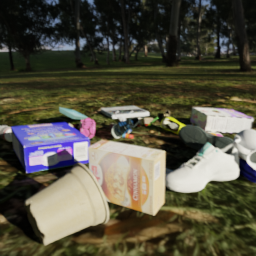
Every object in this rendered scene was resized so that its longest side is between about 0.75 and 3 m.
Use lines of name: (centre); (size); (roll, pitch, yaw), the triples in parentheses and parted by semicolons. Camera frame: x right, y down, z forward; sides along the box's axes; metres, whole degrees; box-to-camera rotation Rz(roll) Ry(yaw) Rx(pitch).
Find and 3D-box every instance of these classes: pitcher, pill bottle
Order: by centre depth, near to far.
pitcher: (4.063, 0.616, 9.541); (1.462, 1.033, 1.704); (33, 24, -9)
pill bottle: (-5.935, 0.247, 13.591); (1.166, 0.645, 0.645); (14, 21, 40)

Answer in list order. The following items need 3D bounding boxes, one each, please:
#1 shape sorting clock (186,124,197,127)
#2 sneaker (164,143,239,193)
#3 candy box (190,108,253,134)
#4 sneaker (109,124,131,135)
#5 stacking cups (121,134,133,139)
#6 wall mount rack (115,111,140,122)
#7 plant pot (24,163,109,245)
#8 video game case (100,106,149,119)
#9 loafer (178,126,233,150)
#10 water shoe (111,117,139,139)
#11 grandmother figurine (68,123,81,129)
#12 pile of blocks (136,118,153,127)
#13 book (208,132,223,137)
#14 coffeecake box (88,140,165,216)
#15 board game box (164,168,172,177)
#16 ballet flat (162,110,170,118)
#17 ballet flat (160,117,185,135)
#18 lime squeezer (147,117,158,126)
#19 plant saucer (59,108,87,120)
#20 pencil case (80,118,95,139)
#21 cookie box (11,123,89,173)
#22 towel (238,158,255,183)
shape sorting clock: (3.702, -0.089, 15.705); (0.985, 0.193, 0.985); (0, 15, 0)
sneaker: (2.390, 1.153, 9.073); (2.958, 1.309, 1.113); (-10, 20, -28)
candy box: (4.970, -0.421, 15.184); (2.537, 0.908, 2.128); (3, 15, -9)
sneaker: (-0.425, 0.067, 14.764); (1.282, 0.503, 0.571); (16, 13, 24)
stacking cups: (-0.150, 0.382, 13.908); (0.840, 0.254, 0.254); (9, 18, 24)
wall mount rack: (-0.049, -0.539, 15.008); (1.121, 0.481, 1.290); (-1, 32, -37)
plant pot: (-1.509, 1.844, 6.521); (1.484, 1.621, 1.621); (-23, 25, -31)
video game case: (-0.276, -1.067, 19.083); (2.624, 0.306, 2.386); (-6, 16, -23)
loafer: (3.451, 0.621, 12.231); (2.667, 0.958, 0.839); (21, -1, 40)
water shoe: (-0.138, -0.104, 13.658); (0.709, 0.643, 1.798); (-30, 6, 43)
grandmother figurine: (-2.714, -0.095, 15.418); (1.365, 0.413, 0.828); (-8, 6, -16)
pile of blocks: (0.785, -0.303, 15.602); (0.686, 0.520, 1.672); (-1, 5, -34)
book: (4.286, 0.467, 13.622); (0.717, 0.258, 1.074); (1, 16, -2)
coffeecake box: (-0.059, 1.329, 7.878); (2.068, 1.587, 0.755); (8, 20, 29)
board game box: (1.096, 1.514, 9.874); (0.816, 0.140, 0.549); (15, 15, 43)
ballet flat: (2.521, -0.909, 18.378); (0.509, 0.350, 1.512); (4, 16, 15)
ballet flat: (2.255, -0.159, 14.798); (0.733, 0.730, 2.186); (16, 7, -34)
lime squeezer: (1.010, -0.342, 16.072); (1.462, 0.516, 0.276); (2, 33, 26)
plant saucer: (-3.103, -0.762, 15.990); (0.984, 0.267, 2.816); (28, 4, 5)
pencil case: (-2.117, 0.001, 14.415); (0.784, 0.760, 1.675); (30, 8, -14)
cookie box: (-3.181, 0.652, 11.246); (2.443, 1.073, 2.856); (-6, 17, -29)
towel: (4.831, 1.457, 9.729); (1.890, 0.468, 1.396); (-3, 22, -11)
